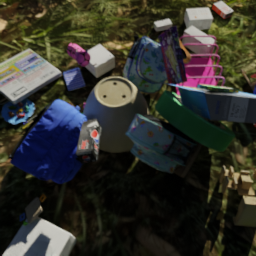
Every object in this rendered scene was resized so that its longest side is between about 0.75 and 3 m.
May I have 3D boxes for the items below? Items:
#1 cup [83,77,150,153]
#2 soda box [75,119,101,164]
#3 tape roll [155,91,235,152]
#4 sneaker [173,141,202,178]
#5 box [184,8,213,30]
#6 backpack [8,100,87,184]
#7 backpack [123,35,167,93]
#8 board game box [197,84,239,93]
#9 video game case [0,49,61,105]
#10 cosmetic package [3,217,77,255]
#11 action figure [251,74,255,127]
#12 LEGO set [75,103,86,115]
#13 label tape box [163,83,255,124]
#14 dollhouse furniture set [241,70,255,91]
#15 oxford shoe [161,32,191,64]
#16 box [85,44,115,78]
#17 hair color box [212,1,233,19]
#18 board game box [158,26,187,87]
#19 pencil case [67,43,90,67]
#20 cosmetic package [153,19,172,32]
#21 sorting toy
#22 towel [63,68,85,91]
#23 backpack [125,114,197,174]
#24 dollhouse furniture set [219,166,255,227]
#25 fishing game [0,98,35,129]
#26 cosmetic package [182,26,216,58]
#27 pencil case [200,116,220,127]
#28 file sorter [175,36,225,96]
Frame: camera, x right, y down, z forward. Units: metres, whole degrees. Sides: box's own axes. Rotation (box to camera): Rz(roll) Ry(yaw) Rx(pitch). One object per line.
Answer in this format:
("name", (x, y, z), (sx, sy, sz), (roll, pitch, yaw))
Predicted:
("cup", (-0.461, -0.720, 10.206), (2.687, 1.922, 2.687), (-1, 57, 1))
("soda box", (-1.071, 0.345, 7.768), (0.476, 0.426, 1.345), (-13, 39, 11))
("tape roll", (2.268, -0.281, 9.627), (2.809, 2.809, 0.675), (39, 108, 21))
("sneaker", (1.979, 0.903, 9.395), (0.597, 0.557, 1.580), (29, 104, 13))
("box", (3.463, -5.396, 13.887), (1.159, 0.616, 0.883), (-4, 58, -3))
("backpack", (-2.257, 0.460, 9.198), (2.043, 1.978, 2.435), (30, 81, -7))
("backpack", (0.796, -2.379, 11.013), (1.799, 1.445, 1.966), (21, 97, -23))
("board game box", (2.793, -1.210, 8.682), (1.232, 0.144, 0.645), (-1, 19, -33))
("video game case", (-4.536, -2.273, 12.017), (2.238, 0.271, 2.458), (37, 59, 21))
("cosmetic package", (-2.562, 3.560, 8.170), (1.471, 0.904, 1.466), (21, 61, 16))
("action figure", (5.125, -1.048, 11.087), (0.688, 0.544, 2.103), (16, 72, -28))
("LEGO set", (-1.956, -0.564, 10.983), (0.422, 0.454, 1.106), (9, 61, 5))
("label tape box", (2.711, -0.826, 9.240), (2.800, 0.886, 2.019), (4, 13, -14))
("dollhouse furniture set", (5.529, -2.136, 11.631), (1.111, 1.057, 0.906), (-31, 56, 24))
("oxford shoe", (1.719, -3.011, 10.267), (0.543, 0.542, 1.521), (-46, 76, 17))
("box", (-1.310, -2.944, 12.334), (1.045, 0.687, 1.051), (-35, 65, -20))
("hair color box", (4.898, -6.109, 14.511), (0.545, 0.314, 0.983), (-25, 60, -15))
("board game box", (1.556, -2.456, 9.854), (0.305, 1.132, 1.886), (-14, 95, -10))
("pencil case", (-1.845, -2.723, 10.261), (0.602, 0.621, 1.326), (-58, 38, 7))
("cosmetic package", (1.715, -5.089, 13.891), (0.816, 0.302, 0.415), (-17, 60, -11))
("sorting toy", (-2.760, 2.426, 8.242), (1.047, 0.143, 0.590), (-45, 41, 0))
("towel", (-2.353, -2.118, 12.145), (0.781, 0.129, 1.079), (-19, 61, -8))
("backpack", (0.875, 0.444, 9.026), (1.989, 1.748, 1.525), (35, 90, -24))
("dollhouse furniture set", (3.827, 2.219, 9.204), (1.435, 1.087, 1.637), (5, 36, 3))
("fishing game", (-4.453, -0.739, 11.231), (1.331, 0.289, 1.858), (-38, 65, -24))
("cosmetic package", (3.228, -3.922, 12.870), (0.590, 0.820, 1.453), (-40, 65, -21))
("pencil case", (2.465, -0.198, 9.894), (1.461, 0.568, 0.653), (23, 104, 34))
("file sorter", (2.875, -2.451, 11.529), (1.705, 1.539, 2.454), (0, 58, 0))
